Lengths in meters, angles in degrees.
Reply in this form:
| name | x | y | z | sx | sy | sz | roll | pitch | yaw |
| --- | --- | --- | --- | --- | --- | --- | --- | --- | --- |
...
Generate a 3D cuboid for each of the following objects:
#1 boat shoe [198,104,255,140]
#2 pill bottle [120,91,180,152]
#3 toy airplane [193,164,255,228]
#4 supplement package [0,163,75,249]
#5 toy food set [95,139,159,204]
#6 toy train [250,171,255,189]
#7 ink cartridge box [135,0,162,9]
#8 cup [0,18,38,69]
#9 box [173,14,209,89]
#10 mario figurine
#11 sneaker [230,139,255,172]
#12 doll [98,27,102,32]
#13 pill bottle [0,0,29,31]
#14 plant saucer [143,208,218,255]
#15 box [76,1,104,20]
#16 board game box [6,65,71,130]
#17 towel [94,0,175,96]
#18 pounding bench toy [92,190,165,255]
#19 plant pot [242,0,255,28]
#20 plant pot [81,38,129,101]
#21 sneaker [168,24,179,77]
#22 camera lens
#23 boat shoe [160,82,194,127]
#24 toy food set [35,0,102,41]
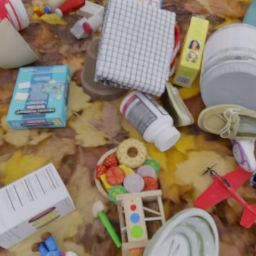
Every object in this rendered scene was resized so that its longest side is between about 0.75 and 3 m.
| name | x | y | z | sx | sy | sz | roll | pitch | yaw |
| --- | --- | --- | --- | --- | --- | --- | --- | --- | --- |
| boat shoe | 3.286 | -0.067 | 7.903 | 2.537 | 0.925 | 0.798 | 10 | 19 | 0 |
| pill bottle | 0.687 | -0.217 | 8.613 | 1.049 | 1.049 | 1.895 | -31 | 62 | -18 |
| toy airplane | 2.878 | 1.860 | 7.665 | 2.087 | 0.384 | 2.087 | 1 | 56 | -1 |
| supplement package | -2.516 | 1.979 | 7.146 | 1.955 | 1.112 | 1.071 | -28 | 61 | -16 |
| toy food set | -0.029 | 1.285 | 7.998 | 1.845 | 0.449 | 1.826 | -27 | 61 | -17 |
| toy train | 3.922 | 1.682 | 7.551 | 1.331 | 0.761 | 0.577 | 36 | 52 | 20 |
| ink cartridge box | 0.523 | -4.978 | 11.817 | 1.405 | 0.823 | 1.944 | 14 | 59 | 11 |
| cup | -4.218 | -2.796 | 9.925 | 1.209 | 1.691 | 1.691 | -38 | 64 | -4 |
| box | 2.325 | -2.846 | 10.270 | 0.701 | 1.052 | 2.796 | 17 | 60 | 2 |
| mario figurine | -1.732 | 3.149 | 6.548 | 1.465 | 0.904 | 0.776 | 39 | 38 | 28 |
| sneaker | 3.560 | 0.404 | 8.419 | 0.936 | 0.703 | 1.879 | -6 | 57 | -4 |
| doll | -0.877 | -4.295 | 11.655 | 0.719 | 0.255 | 1.053 | 40 | 68 | -1 |
| pill bottle | -5.580 | -4.149 | 10.782 | 2.997 | 1.682 | 1.682 | -34 | 63 | -20 |
| plant saucer | 0.950 | 2.990 | 5.953 | 0.683 | 2.723 | 2.723 | 8 | 49 | 47 |
| box | -1.602 | -4.888 | 11.924 | 1.035 | 0.564 | 0.662 | 26 | 61 | 16 |
| board game box | -2.909 | -1.068 | 9.393 | 1.737 | 0.540 | 2.301 | -3 | 56 | 2 |
| towel | 0.183 | -2.341 | 8.344 | 2.189 | 1.131 | 2.644 | 12 | 80 | -20 |
| pounding bench toy | 0.021 | 2.462 | 6.851 | 1.770 | 1.100 | 1.381 | -6 | 58 | -4 |
| plant pot | 5.326 | -4.096 | 10.813 | 1.679 | 1.680 | 2.376 | 35 | 68 | 20 |
| plant pot | -0.785 | -2.088 | 9.501 | 1.852 | 1.615 | 1.852 | 0 | 58 | 0 |
| sneaker | 1.529 | -3.431 | 10.257 | 1.150 | 1.696 | 2.936 | 5 | 60 | -4 |
| camera lens | 3.398 | -1.877 | 8.941 | 2.051 | 2.051 | 2.565 | 12 | 51 | 8 |
| boat shoe | 1.538 | -0.807 | 9.082 | 0.573 | 0.664 | 1.821 | -5 | 49 | -17 |
| toy food set | -2.179 | -4.140 | 10.787 | 2.912 | 1.390 | 1.310 | 45 | 67 | 5 |
